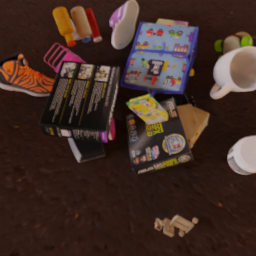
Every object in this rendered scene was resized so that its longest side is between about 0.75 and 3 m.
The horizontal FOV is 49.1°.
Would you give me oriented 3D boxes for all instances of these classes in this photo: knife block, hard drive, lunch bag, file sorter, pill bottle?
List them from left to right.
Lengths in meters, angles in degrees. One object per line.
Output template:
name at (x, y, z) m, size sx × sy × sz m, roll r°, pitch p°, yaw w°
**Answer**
file sorter at (-2.312, -2.390, 10.280) m, size 1.325 × 0.831 × 0.921 m, roll 36°, pitch 89°, yaw 34°
hard drive at (-1.329, 0.366, 8.652) m, size 0.951 × 0.298 × 1.410 m, roll -12°, pitch 50°, yaw -22°
lunch bag at (1.130, -2.255, 10.078) m, size 2.184 × 1.365 × 2.901 m, roll 11°, pitch 62°, yaw 16°
knife block at (1.708, -0.324, 9.102) m, size 1.575 × 0.574 × 1.794 m, roll 26°, pitch 58°, yaw 24°
pill bottle at (3.217, 0.741, 7.404) m, size 0.928 × 1.629 × 0.928 m, roll -2°, pitch 78°, yaw 11°

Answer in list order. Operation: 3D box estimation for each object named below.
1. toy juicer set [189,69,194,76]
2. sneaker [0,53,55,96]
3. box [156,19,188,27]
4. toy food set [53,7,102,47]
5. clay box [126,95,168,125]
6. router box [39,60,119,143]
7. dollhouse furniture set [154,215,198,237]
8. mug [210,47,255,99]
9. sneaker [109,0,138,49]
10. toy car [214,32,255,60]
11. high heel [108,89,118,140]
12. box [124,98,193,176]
toy juicer set at (1.924, -2.219, 10.858) m, size 0.725 × 0.310 × 1.140 m, roll -31°, pitch 51°, yaw -24°
sneaker at (-3.430, -1.868, 9.777) m, size 2.232 × 1.251 × 0.866 m, roll 5°, pitch 38°, yaw -12°
box at (1.703, -3.888, 11.931) m, size 1.313 × 0.722 × 1.493 m, roll 13°, pitch 52°, yaw 17°
toy food set at (-1.865, -3.747, 11.073) m, size 1.393 × 2.919 × 1.313 m, roll -19°, pitch 94°, yaw 0°
clay box at (0.533, -0.528, 7.761) m, size 0.671 × 1.168 × 0.278 m, roll -12°, pitch 54°, yaw 35°
router box at (-1.373, -0.881, 8.542) m, size 1.916 × 0.656 × 2.569 m, roll 7°, pitch 56°, yaw 3°
dollhouse furniture set at (1.130, 2.160, 6.659) m, size 0.697 × 0.818 × 0.399 m, roll 29°, pitch 30°, yaw -7°
mug at (3.526, -1.749, 9.586) m, size 1.397 × 1.659 × 1.892 m, roll 40°, pitch 90°, yaw -10°
sneaker at (-0.393, -4.390, 12.419) m, size 1.374 × 0.873 × 2.409 m, roll -4°, pitch 60°, yaw 49°
toy car at (4.393, -3.186, 10.908) m, size 1.311 × 1.259 × 1.596 m, roll 9°, pitch 41°, yaw 46°
high heel at (-0.513, -0.520, 9.214) m, size 0.941 × 0.661 × 1.961 m, roll -7°, pitch 59°, yaw -26°
box at (0.829, 0.224, 8.352) m, size 1.689 × 0.467 × 2.108 m, roll -19°, pitch 50°, yaw 12°
